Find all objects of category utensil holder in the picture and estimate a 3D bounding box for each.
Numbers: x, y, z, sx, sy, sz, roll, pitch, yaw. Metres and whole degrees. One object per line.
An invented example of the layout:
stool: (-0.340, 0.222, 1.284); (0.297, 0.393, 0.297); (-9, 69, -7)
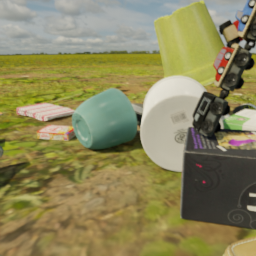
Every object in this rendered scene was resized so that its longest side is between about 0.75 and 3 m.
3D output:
utensil holder: (1.444, -0.205, 7.970); (2.190, 2.190, 2.577); (2, 19, 6)

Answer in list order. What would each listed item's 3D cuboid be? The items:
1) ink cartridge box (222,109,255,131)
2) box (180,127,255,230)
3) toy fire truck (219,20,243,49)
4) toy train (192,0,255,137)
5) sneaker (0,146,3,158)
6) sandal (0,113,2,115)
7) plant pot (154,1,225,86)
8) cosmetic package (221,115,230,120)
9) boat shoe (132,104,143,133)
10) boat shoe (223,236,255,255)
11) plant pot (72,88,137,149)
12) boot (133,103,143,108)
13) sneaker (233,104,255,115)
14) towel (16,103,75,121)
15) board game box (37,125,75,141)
ink cartridge box: (4.171, 0.370, 7.563); (2.817, 1.188, 2.057); (14, 21, 39)
box: (2.207, 0.901, 5.160); (2.368, 1.447, 1.256); (3, 22, 14)
toy fire truck: (3.692, -3.319, 8.753); (1.596, 1.027, 1.404); (-26, 2, 21)
toy train: (1.760, -1.069, 4.768); (0.439, 2.572, 0.589); (4, 24, -47)
sneaker: (-3.606, 1.045, 6.257); (0.960, 0.868, 2.254); (17, 29, 20)
sandal: (-6.326, -0.693, 12.870); (0.966, 0.277, 0.370); (-10, 19, -31)
plant pot: (2.144, -2.873, 9.830); (2.739, 2.518, 2.739); (-22, 14, 6)
cosmetic package: (3.501, -0.311, 10.457); (0.788, 0.554, 1.554); (38, 18, -4)
boat shoe: (0.697, -0.186, 10.133); (2.400, 0.820, 0.886); (19, -7, -32)
boat shoe: (2.689, 1.553, 3.667); (2.897, 1.103, 1.038); (-1, 16, -4)
plant pot: (-0.842, -0.160, 8.637); (1.442, 1.796, 1.796); (-24, 27, -32)
boot: (0.877, -1.068, 14.062); (1.214, 0.440, 1.104); (0, 13, 25)
sneaker: (4.994, -0.518, 11.450); (0.838, 0.738, 1.981); (-8, 18, -27)
towel: (-3.791, -0.721, 12.970); (2.369, 0.354, 1.734); (14, 21, 34)
board game box: (-2.475, 0.174, 9.902); (1.158, 0.268, 0.877); (3, 17, 12)
